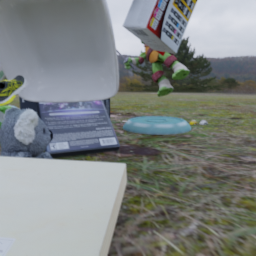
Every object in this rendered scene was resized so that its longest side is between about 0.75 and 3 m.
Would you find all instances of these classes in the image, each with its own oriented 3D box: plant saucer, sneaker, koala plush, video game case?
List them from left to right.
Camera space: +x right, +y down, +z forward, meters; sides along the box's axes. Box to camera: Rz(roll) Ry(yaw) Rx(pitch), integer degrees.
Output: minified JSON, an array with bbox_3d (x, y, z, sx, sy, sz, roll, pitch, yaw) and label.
[{"bbox_3d":[-2.155,-0.760,5.117,0.307,0.349,0.825,-8,41,19],"label":"sneaker"},{"bbox_3d":[-1.924,0.418,5.159,1.506,1.638,1.453,-7,13,-31],"label":"koala plush"},{"bbox_3d":[-1.685,-0.419,8.774,2.126,0.282,2.977,-4,50,-24],"label":"video game case"},{"bbox_3d":[1.258,-0.171,12.322,2.992,0.410,2.992,1,10,0],"label":"plant saucer"}]

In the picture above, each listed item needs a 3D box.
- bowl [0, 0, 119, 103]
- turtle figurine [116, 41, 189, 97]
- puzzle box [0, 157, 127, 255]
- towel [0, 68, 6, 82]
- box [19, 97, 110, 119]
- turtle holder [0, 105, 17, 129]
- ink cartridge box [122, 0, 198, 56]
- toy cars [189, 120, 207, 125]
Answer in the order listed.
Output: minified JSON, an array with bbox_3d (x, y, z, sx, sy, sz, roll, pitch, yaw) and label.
[{"bbox_3d":[-1.487,-1.841,5.961,2.590,2.593,0.968,-1,43,9],"label":"bowl"},{"bbox_3d":[0.661,-2.340,9.004,1.796,2.420,2.496,-33,-22,8],"label":"turtle figurine"},{"bbox_3d":[-1.606,1.055,3.673,2.945,0.374,1.959,2,27,10],"label":"puzzle box"},{"bbox_3d":[-4.803,-2.223,8.349,1.912,2.563,0.393,-36,29,35],"label":"towel"},{"bbox_3d":[-2.444,-0.629,11.287,2.604,1.614,2.560,4,10,26],"label":"box"},{"bbox_3d":[-4.631,-0.372,11.408,1.439,1.093,1.022,3,10,19],"label":"turtle holder"},{"bbox_3d":[0.954,-2.721,6.322,0.767,1.830,1.607,24,3,43],"label":"ink cartridge box"},{"bbox_3d":[3.365,-0.270,13.387,0.989,0.219,0.443,-2,10,-10],"label":"toy cars"}]
